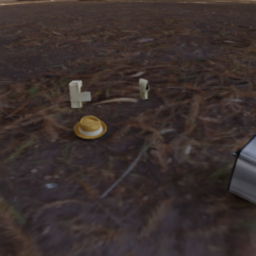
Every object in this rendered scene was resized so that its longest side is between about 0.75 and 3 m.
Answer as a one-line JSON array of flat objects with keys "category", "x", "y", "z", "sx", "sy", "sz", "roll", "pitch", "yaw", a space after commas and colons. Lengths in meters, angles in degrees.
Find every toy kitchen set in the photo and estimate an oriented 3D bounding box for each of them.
[{"category": "toy kitchen set", "x": -1.814, "y": -1.321, "z": 10.855, "sx": 0.744, "sy": 0.912, "sz": 0.823, "roll": -3, "pitch": 18, "yaw": -1}]

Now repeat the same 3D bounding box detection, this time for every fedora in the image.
[{"category": "fedora", "x": -1.521, "y": -0.108, "z": 11.187, "sx": 1.286, "sy": 0.524, "sz": 1.286, "roll": 2, "pitch": 41, "yaw": -2}]

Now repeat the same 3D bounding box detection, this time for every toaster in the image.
[{"category": "toaster", "x": 3.799, "y": 1.201, "z": 8.380, "sx": 1.056, "sy": 1.609, "sz": 1.779, "roll": 27, "pitch": 41, "yaw": 36}]

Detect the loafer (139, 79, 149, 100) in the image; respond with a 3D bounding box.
[{"category": "loafer", "x": 0.665, "y": -1.517, "z": 11.195, "sx": 0.348, "sy": 1.018, "sz": 0.385, "roll": 5, "pitch": 55, "yaw": 19}]
